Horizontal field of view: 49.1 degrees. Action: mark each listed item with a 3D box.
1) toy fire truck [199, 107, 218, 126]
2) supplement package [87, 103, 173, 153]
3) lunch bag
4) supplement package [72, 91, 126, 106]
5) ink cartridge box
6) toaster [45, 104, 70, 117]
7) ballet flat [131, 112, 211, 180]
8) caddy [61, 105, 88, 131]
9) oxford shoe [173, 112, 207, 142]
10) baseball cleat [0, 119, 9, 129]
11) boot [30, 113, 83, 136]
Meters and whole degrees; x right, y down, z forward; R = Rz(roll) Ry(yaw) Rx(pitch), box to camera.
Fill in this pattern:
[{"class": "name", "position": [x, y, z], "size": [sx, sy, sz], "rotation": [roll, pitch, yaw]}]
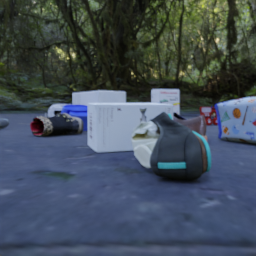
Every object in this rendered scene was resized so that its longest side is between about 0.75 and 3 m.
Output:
[{"class": "toy fire truck", "position": [4.275, -0.632, 14.739], "size": [1.158, 0.972, 0.649], "rotation": [-2, 5, -22]}, {"class": "supplement package", "position": [0.024, -0.058, 7.048], "size": [1.942, 1.135, 1.139], "rotation": [-2, 6, -18]}, {"class": "lunch bag", "position": [4.034, -0.252, 8.056], "size": [2.256, 1.397, 1.918], "rotation": [-11, 8, -25]}, {"class": "supplement package", "position": [-1.633, -1.089, 15.365], "size": [1.742, 1.763, 2.908], "rotation": [-4, 6, -37]}, {"class": "ink cartridge box", "position": [2.041, -1.154, 15.348], "size": [1.380, 1.906, 0.800], "rotation": [-3, 4, -26]}, {"class": "toaster", "position": [-3.118, -0.606, 14.012], "size": [1.933, 1.098, 1.248], "rotation": [4, 8, -4]}, {"class": "ballet flat", "position": [0.566, 0.233, 5.068], "size": [0.977, 0.971, 2.856], "rotation": [-9, 5, -2]}, {"class": "caddy", "position": [-2.077, -0.339, 11.855], "size": [1.773, 0.931, 1.253], "rotation": [-4, 28, -44]}, {"class": "oxford shoe", "position": [1.137, -0.030, 8.192], "size": [2.417, 0.881, 0.862], "rotation": [3, 6, 33]}, {"class": "baseball cleat", "position": [-5.795, -0.081, 11.881], "size": [1.371, 0.478, 0.730], "rotation": [-11, 13, -10]}, {"class": "boot", "position": [-2.809, -0.115, 10.261], "size": [1.566, 0.761, 2.080], "rotation": [-4, 12, -44]}]
